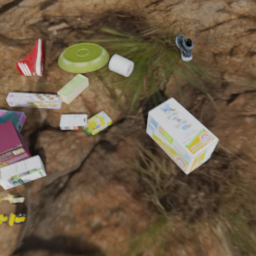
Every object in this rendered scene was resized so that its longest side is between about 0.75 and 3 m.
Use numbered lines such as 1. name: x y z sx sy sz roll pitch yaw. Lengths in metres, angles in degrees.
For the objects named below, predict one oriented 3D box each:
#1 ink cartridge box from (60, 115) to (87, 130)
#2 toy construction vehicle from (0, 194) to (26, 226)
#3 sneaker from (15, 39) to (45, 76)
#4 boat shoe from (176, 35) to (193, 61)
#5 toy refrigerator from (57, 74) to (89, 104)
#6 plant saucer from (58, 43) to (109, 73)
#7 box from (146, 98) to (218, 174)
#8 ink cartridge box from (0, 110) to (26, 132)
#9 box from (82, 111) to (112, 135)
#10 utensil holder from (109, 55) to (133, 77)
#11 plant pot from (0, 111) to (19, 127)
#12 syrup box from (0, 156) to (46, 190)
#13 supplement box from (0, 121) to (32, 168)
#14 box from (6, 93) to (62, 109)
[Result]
1. ink cartridge box: -2.281 -0.243 11.806 1.096 0.276 0.597 -1 57 0
2. toy construction vehicle: -3.834 2.648 9.058 0.403 1.143 0.995 12 90 32
3. sneaker: -4.859 -3.490 13.799 1.333 0.904 2.308 -5 53 -6
4. boat shoe: 2.963 -4.406 14.446 0.682 0.875 1.927 -6 54 -4
5. toy refrigerator: -2.495 -1.803 12.799 0.556 0.512 1.465 30 60 20
6. plant saucer: -2.228 -3.585 13.880 2.545 0.395 2.545 -1 44 1
7. box: 1.979 0.296 10.740 1.254 1.392 2.475 -31 60 -21
8. ink cartridge box: -5.148 0.205 11.430 1.251 0.440 2.096 6 56 4
9. box: -1.326 -0.164 11.776 1.137 0.275 0.667 -31 60 -23
10. utensil holder: -0.326 -2.981 13.488 0.938 0.797 0.797 28 59 16
11. plant pot: -4.727 -0.224 10.988 0.813 0.813 0.764 12 54 9
12. syrup box: -3.898 1.637 10.265 1.528 0.602 0.622 -19 57 -13
13. supplement box: -4.252 0.677 9.747 1.212 2.197 0.941 -24 79 -16
14. box: -4.128 -1.195 12.394 2.319 0.480 0.449 4 54 2
